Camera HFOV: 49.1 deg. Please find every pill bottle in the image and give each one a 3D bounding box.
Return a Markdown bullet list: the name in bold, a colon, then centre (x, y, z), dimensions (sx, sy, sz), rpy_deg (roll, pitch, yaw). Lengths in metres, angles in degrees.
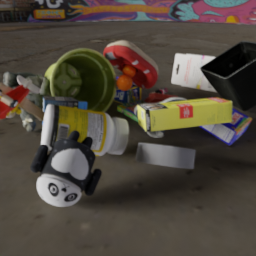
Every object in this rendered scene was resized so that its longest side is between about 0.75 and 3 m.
- **pill bottle**: centre (-1.232, 0.128, 8.027), dimensions (2.285, 1.306, 1.306), rpy_deg (8, 22, -21)

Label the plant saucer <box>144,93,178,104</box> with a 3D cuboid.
- **plant saucer**: centre (1.332, -1.129, 11.525), dimensions (1.084, 0.199, 1.082), rpy_deg (5, -12, -17)

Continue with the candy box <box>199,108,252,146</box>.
- **candy box**: centre (3.165, -0.278, 9.603), dimensions (1.618, 0.623, 1.368), rpy_deg (36, 40, 25)

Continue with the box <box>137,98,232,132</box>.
- **box**: centre (1.654, -0.421, 8.321), dimensions (2.625, 0.658, 0.988), rpy_deg (-5, 14, -9)

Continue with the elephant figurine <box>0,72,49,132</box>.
- **elephant figurine**: centre (-3.622, -1.086, 10.864), dimensions (2.582, 2.003, 1.827), rpy_deg (28, 1, 26)

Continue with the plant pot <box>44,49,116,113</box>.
- **plant pot**: centre (-2.224, -1.795, 11.372), dimensions (2.649, 2.649, 2.435), rpy_deg (-17, 19, -30)

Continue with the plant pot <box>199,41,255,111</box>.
- **plant pot**: centre (4.663, -2.014, 11.390), dimensions (2.213, 1.968, 2.218), rpy_deg (-33, 24, 1)

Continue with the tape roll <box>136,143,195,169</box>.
- **tape roll**: centre (0.970, 0.726, 7.321), dimensions (1.505, 0.497, 1.505), rpy_deg (8, -5, 1)

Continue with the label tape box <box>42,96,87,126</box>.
- **label tape box**: centre (-2.229, -0.519, 9.822), dimensions (1.454, 1.049, 0.460), rpy_deg (1, 22, -21)

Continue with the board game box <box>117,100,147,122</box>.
- **board game box**: centre (0.526, -0.650, 11.188), dimensions (1.164, 0.252, 1.730), rpy_deg (-17, 31, -32)

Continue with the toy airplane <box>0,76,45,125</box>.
- **toy airplane**: centre (-3.593, -0.857, 8.854), dimensions (1.713, 1.214, 1.721), rpy_deg (2, 46, -43)

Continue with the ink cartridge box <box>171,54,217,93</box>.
- **ink cartridge box**: centre (3.588, -2.697, 13.638), dimensions (2.732, 1.591, 0.922), rpy_deg (17, 18, 31)

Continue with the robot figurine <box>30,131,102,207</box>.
- **robot figurine**: centre (-1.375, 0.927, 6.407), dimensions (1.286, 1.068, 1.712), rpy_deg (8, 60, 20)

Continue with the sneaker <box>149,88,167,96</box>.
- **sneaker**: centre (1.288, -1.415, 12.107), dimensions (0.417, 0.451, 1.118), rpy_deg (-28, 5, -28)

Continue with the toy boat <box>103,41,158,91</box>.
- **toy boat**: centre (0.037, -2.164, 10.937), dimensions (2.398, 1.567, 1.565), rpy_deg (29, -14, -35)

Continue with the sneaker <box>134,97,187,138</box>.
- **sneaker**: centre (1.342, -0.355, 9.734), dimensions (2.016, 0.766, 1.456), rpy_deg (-12, 36, -6)

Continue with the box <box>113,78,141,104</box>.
- **box**: centre (-0.531, -1.744, 12.710), dimensions (2.422, 0.849, 0.779), rpy_deg (24, 35, 39)

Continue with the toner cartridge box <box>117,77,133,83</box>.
- **toner cartridge box**: centre (-0.241, -2.475, 14.785), dimensions (1.532, 0.331, 0.728), rpy_deg (-21, 34, -35)
